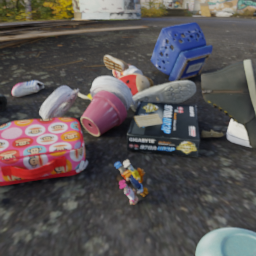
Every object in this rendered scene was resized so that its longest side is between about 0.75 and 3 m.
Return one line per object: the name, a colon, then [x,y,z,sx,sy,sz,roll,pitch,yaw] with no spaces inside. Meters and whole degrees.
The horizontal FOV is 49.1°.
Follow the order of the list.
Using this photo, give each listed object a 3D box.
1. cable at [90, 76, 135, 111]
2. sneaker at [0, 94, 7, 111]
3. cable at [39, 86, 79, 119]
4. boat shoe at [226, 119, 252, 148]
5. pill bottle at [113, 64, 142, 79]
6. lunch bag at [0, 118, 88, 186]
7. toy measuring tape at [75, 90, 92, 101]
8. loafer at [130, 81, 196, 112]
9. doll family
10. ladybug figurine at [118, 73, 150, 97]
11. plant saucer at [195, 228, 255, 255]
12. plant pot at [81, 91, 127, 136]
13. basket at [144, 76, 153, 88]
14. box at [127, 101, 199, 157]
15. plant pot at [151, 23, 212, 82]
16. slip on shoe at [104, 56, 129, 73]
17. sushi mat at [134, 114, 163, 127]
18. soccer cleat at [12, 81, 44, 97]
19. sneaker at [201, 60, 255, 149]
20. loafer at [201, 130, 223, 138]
cable: [-0.678,-1.275,11.198,1.728,1.727,0.598,7,55,21]
sneaker: [-6.609,-0.910,11.847,1.466,0.978,2.559,11,26,23]
cable: [-2.760,-0.909,10.990,0.561,1.622,1.622,44,56,4]
boat shoe: [4.818,0.270,9.574,2.724,0.890,1.002,11,29,21]
pill bottle: [-0.035,-3.120,16.066,0.988,0.988,1.803,-17,31,-30]
lunch bag: [-2.715,0.698,8.433,2.846,1.166,2.507,-7,28,-13]
toy measuring tape: [-1.481,-1.659,13.224,2.706,0.995,0.995,23,35,39]
loafer: [1.489,-1.485,12.436,2.968,1.038,1.036,-14,23,2]
doll family: [0.175,1.415,7.501,0.624,0.859,1.384,-32,28,8]
ladybug figurine: [0.059,-1.867,13.215,1.919,1.302,0.690,-9,20,29]
plant saucer: [2.355,2.630,5.583,1.950,0.375,1.950,0,27,0]
plant pot: [-1.001,-0.445,10.509,1.463,1.463,1.309,20,54,34]
basket: [0.461,-2.179,14.093,1.563,1.116,1.165,9,30,16]
box: [1.355,-0.070,10.402,2.381,0.689,2.995,5,28,9]
plant pot: [3.165,-4.240,16.211,2.553,2.553,2.296,-19,63,-24]
slip on shoe: [-0.586,-3.119,13.586,0.489,0.613,1.613,-22,37,-32]
sushi mat: [0.687,-0.259,9.483,0.964,0.058,0.461,-8,56,-29]
soccer cleat: [-5.084,-2.028,14.339,0.773,0.626,1.791,13,30,23]
sneaker: [3.367,-0.596,8.922,1.554,2.925,1.094,-10,21,28]
loafer: [3.066,0.213,10.208,0.851,0.287,0.323,-3,-3,-9]
